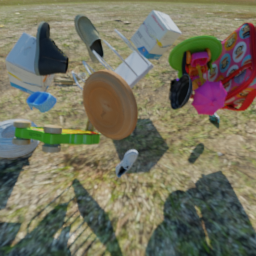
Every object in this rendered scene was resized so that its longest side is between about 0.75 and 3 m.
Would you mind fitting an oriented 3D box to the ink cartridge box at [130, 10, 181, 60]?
[{"bbox_3d":[1.351,-4.458,13.643,1.325,1.832,1.349,-11,64,-49],"label":"ink cartridge box"}]

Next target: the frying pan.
[{"bbox_3d":[1.675,-1.387,8.893,0.307,1.142,1.888,17,53,-16],"label":"frying pan"}]

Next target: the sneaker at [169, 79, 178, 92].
[{"bbox_3d":[2.967,-2.537,15.740,1.132,0.791,2.275,14,35,23],"label":"sneaker"}]

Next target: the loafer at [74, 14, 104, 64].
[{"bbox_3d":[-1.324,-3.276,10.255,0.705,1.864,0.636,-36,23,-20],"label":"loafer"}]

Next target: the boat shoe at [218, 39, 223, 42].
[{"bbox_3d":[3.480,-3.217,11.054,1.554,0.559,0.503,6,31,12],"label":"boat shoe"}]

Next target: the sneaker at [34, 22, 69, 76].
[{"bbox_3d":[-2.695,-2.837,10.136,1.126,0.793,2.121,0,76,-4],"label":"sneaker"}]

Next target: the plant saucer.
[{"bbox_3d":[-0.567,-0.566,7.423,1.908,1.908,0.308,25,36,34],"label":"plant saucer"}]

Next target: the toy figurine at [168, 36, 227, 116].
[{"bbox_3d":[2.389,-1.370,9.298,1.816,2.419,2.227,-7,66,-1],"label":"toy figurine"}]

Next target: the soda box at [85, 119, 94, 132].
[{"bbox_3d":[-1.169,-0.160,8.852,0.261,0.815,0.276,15,8,-8],"label":"soda box"}]

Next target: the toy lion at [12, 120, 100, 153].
[{"bbox_3d":[-1.911,0.214,7.971,2.044,0.702,1.959,8,5,33],"label":"toy lion"}]

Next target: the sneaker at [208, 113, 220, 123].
[{"bbox_3d":[3.945,-0.430,12.880,0.381,0.324,0.835,-16,28,4],"label":"sneaker"}]

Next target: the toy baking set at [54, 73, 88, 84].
[{"bbox_3d":[-3.368,-3.069,17.104,2.233,0.260,1.714,5,32,8],"label":"toy baking set"}]

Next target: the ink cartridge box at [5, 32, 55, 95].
[{"bbox_3d":[-3.869,-2.461,11.404,1.466,2.027,1.493,23,67,-8],"label":"ink cartridge box"}]

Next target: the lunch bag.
[{"bbox_3d":[3.764,-1.808,9.777,1.224,2.988,2.632,8,72,-14],"label":"lunch bag"}]

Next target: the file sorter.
[{"bbox_3d":[-0.620,-2.047,9.763,2.292,1.427,1.590,-43,37,8],"label":"file sorter"}]

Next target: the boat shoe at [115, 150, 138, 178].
[{"bbox_3d":[-0.030,0.980,7.459,0.343,0.932,0.304,21,34,-17],"label":"boat shoe"}]

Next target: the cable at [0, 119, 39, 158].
[{"bbox_3d":[-4.558,0.366,11.146,2.036,0.705,2.037,-9,32,-11],"label":"cable"}]

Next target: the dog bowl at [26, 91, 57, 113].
[{"bbox_3d":[-2.816,-0.862,9.000,1.188,0.295,0.662,13,59,39],"label":"dog bowl"}]
